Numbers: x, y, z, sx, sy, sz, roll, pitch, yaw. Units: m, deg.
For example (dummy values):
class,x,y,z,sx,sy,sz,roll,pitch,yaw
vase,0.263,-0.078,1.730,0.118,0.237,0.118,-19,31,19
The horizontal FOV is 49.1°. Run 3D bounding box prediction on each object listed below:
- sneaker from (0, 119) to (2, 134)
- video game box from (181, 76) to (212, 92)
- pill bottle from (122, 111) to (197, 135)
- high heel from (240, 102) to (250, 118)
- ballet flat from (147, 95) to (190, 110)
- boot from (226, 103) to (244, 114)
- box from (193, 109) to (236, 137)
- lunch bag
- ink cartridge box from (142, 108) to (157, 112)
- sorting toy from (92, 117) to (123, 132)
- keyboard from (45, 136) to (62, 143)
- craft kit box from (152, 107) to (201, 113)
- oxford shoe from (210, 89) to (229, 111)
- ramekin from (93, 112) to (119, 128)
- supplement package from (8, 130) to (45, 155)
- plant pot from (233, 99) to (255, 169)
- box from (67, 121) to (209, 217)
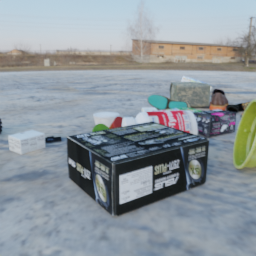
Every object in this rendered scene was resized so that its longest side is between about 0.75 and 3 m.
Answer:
class,x,y,z,sx,sy,sz,roll,pitch,yaw
sneaker,-5.537,0.145,9.871,1.027,0.940,2.410,-5,5,9
video game box,5.479,-3.527,22.705,2.328,0.598,2.556,15,17,6
pill bottle,0.964,0.091,9.020,2.238,1.256,1.256,-3,15,-11
high heel,5.646,-0.871,13.464,1.485,0.744,2.083,3,23,-13
ballet flat,2.230,-1.231,15.150,2.385,0.809,0.898,15,0,27
boot,5.713,-1.010,14.582,1.222,0.460,0.914,-6,7,16
box,3.341,-0.204,10.939,1.459,0.837,0.964,-8,15,-31
lunch bag,3.542,-2.032,16.486,2.015,1.444,2.456,0,16,3
ink cartridge box,1.052,-0.710,13.612,0.696,0.400,0.959,1,16,-4
sorting toy,-0.977,0.396,9.352,0.922,0.929,2.678,-26,1,36
keyboard,-2.785,0.425,10.007,0.780,0.100,0.468,-4,24,-16
craft kit box,2.458,-0.422,12.441,2.241,0.544,2.213,-9,20,-30
oxford shoe,5.279,-1.734,16.093,1.066,1.086,2.994,4,16,16
ramekin,-0.929,-0.324,11.967,1.128,0.525,1.128,1,15,0
supplement package,-3.295,0.453,9.129,0.702,0.499,0.901,12,18,36
plant pot,3.984,0.368,7.434,1.758,1.912,1.912,14,17,7
box,0.197,0.761,6.720,2.678,1.153,2.193,-10,18,-34
